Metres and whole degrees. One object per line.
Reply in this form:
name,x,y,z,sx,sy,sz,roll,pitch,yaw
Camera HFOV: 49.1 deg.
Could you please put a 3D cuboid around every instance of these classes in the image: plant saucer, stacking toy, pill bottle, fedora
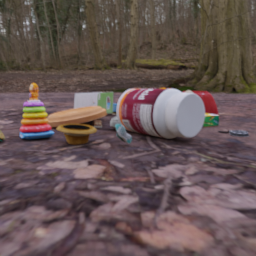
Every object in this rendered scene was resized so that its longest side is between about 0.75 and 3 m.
plant saucer,-2.270,-0.542,12.048,2.680,0.433,2.680,-8,11,2
stacking toy,-3.054,-0.559,9.143,0.983,1.791,1.039,-5,8,-31
pill bottle,1.022,-0.521,9.463,1.611,1.611,2.822,-7,11,-38
fedora,-1.570,0.209,8.504,1.250,0.510,1.250,4,11,-1

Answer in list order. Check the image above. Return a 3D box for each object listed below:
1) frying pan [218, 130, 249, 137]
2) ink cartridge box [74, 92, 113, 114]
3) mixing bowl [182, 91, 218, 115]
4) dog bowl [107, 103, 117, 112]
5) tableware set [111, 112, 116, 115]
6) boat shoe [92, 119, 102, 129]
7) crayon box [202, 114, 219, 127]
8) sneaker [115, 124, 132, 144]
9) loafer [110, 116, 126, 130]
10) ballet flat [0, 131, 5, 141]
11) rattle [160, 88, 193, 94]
frying pan,3.805,0.157,9.978,0.650,0.175,1.075,-3,13,-22
ink cartridge box,-1.621,-1.150,13.831,2.065,1.072,0.612,-1,-9,17
mixing bowl,3.469,-1.219,14.610,2.548,1.380,2.548,0,8,0
dog bowl,-0.362,-1.167,16.495,1.903,0.472,1.061,1,8,-32
tableware set,-1.441,-0.889,16.144,1.876,0.218,1.567,8,12,40
boat shoe,-1.260,-0.226,11.482,0.419,0.398,1.108,-2,10,-14
crayon box,2.912,-0.325,11.862,1.600,0.466,0.950,-4,10,-25
sneaker,-0.217,0.177,8.002,0.354,0.777,0.301,7,54,39
loafer,0.029,-0.501,11.441,0.878,0.876,2.512,12,16,22
ballet flat,-4.266,-0.053,8.105,0.632,0.632,1.788,6,-11,31
rattle,1.882,-1.319,12.634,1.705,1.871,2.619,-39,-10,29
